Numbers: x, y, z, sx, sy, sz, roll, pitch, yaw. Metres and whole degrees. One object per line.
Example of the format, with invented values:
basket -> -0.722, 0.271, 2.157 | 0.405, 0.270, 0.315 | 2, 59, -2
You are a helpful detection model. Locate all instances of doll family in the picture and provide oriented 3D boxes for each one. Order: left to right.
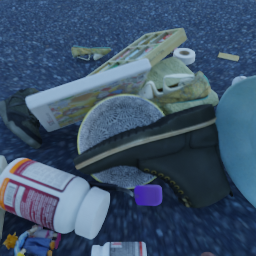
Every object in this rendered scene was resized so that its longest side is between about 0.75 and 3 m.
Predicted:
doll family -> -1.745, 2.158, 4.788 | 0.826, 0.600, 1.331 | 6, 42, 6

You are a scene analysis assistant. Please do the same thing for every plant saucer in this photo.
plant saucer -> 2.755, 0.424, 4.962 | 0.566, 2.939, 2.939 | -21, 46, -19

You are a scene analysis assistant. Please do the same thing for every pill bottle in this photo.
pill bottle -> -1.398, 1.337, 5.327 | 1.931, 1.058, 1.058 | 17, 45, 12
pill bottle -> -0.153, 2.223, 4.772 | 0.906, 0.525, 0.525 | 0, 42, 0

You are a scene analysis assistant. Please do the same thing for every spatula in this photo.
spatula -> -0.120, 1.225, 5.483 | 1.615, 0.456, 0.166 | 5, 23, 26

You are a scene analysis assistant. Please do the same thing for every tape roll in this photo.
tape roll -> 2.062, -2.641, 10.328 | 0.792, 0.277, 0.792 | 0, 42, 0

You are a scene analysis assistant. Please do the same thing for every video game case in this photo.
video game case -> -0.862, -0.654, 6.565 | 2.552, 2.323, 0.292 | -21, 82, -11

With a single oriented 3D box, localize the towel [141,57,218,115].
towel -> 1.365, -1.212, 8.268 | 1.696, 0.417, 2.286 | -27, 60, -17

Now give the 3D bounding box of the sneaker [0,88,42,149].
sneaker -> -2.553, -0.372, 7.229 | 1.195, 0.797, 2.085 | -42, 47, -6

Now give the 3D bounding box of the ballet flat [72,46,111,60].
ballet flat -> -1.336, -2.718, 10.230 | 1.468, 0.519, 0.519 | 4, 42, 5

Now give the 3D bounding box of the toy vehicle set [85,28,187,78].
toy vehicle set -> 0.243, -2.150, 8.651 | 2.885, 0.383, 1.793 | -42, 30, -24

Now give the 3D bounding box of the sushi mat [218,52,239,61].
sushi mat -> 3.777, -2.675, 10.538 | 0.755, 0.046, 0.361 | 18, 45, 19

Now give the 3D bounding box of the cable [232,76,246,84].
cable -> 3.304, -1.056, 8.139 | 0.305, 0.882, 0.882 | -1, 9, 41

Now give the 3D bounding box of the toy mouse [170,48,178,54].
toy mouse -> 1.324, -3.309, 11.011 | 1.592, 0.347, 1.791 | -23, 47, -24

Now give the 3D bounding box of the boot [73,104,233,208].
boot -> 0.579, 0.910, 5.494 | 2.883, 1.994, 1.117 | -19, 7, 2

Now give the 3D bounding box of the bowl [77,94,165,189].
bowl -> -0.096, 0.283, 6.326 | 2.011, 2.011, 0.944 | -6, 3, -7

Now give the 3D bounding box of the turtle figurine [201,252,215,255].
turtle figurine -> 1.022, 2.614, 4.232 | 1.898, 0.611, 1.530 | 14, 34, 37

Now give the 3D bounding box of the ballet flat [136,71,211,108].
ballet flat -> 0.796, -0.825, 6.519 | 2.134, 0.754, 0.754 | -12, 37, 23

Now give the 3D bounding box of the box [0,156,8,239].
box -> -2.869, 1.474, 5.510 | 0.777, 0.647, 1.892 | -6, 42, -7
